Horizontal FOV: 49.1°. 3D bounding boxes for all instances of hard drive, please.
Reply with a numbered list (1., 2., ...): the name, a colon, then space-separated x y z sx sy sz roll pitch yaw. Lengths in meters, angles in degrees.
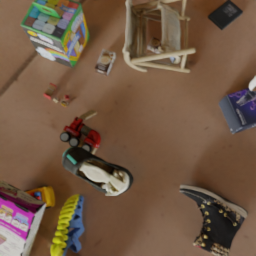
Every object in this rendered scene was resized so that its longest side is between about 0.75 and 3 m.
1. hard drive: 4.282 -4.991 12.355 1.289 0.212 0.899 -40 78 -10

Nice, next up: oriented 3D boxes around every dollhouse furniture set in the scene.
1. dollhouse furniture set: -2.829 -1.293 11.277 1.038 0.422 0.559 30 75 -10

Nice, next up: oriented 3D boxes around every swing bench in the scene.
1. swing bench: 1.219 -3.802 11.283 2.710 1.758 2.695 2 75 6

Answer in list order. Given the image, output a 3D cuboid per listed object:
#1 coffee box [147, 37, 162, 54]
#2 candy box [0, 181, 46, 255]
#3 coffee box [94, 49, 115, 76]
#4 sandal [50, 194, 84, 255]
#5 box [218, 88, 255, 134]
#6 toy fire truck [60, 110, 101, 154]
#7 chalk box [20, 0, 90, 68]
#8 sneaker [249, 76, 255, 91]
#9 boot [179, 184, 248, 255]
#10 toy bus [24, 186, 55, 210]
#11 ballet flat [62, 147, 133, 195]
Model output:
1. coffee box: 1.287 -3.427 11.850 0.844 0.337 0.477 27 76 7
2. candy box: -3.904 3.249 9.140 1.732 0.775 2.541 25 107 7
3. coffee box: -0.949 -2.705 11.621 0.556 0.388 0.972 18 75 5
4. sandal: -1.944 3.432 9.774 0.948 0.865 2.177 26 65 -28
5. box: 4.712 -0.759 10.759 1.898 0.990 1.405 -19 76 -6
6. toy fire truck: -1.576 0.073 10.647 1.411 1.031 1.603 29 86 8
7. chalk box: -2.754 -3.887 10.715 1.722 2.759 1.710 23 76 6
8. sneaker: 3.977 -1.744 7.754 0.604 1.659 0.702 8 47 -43
9. boot: 2.708 3.210 9.719 2.491 0.912 1.876 26 75 1
10. toy bus: -3.304 2.495 9.768 1.210 1.162 0.821 -12 76 -2
11. ballet flat: -0.667 1.425 7.924 0.949 2.774 0.943 30 89 51
